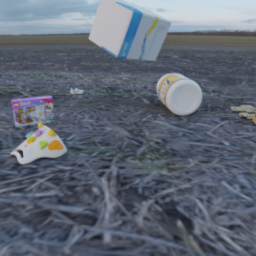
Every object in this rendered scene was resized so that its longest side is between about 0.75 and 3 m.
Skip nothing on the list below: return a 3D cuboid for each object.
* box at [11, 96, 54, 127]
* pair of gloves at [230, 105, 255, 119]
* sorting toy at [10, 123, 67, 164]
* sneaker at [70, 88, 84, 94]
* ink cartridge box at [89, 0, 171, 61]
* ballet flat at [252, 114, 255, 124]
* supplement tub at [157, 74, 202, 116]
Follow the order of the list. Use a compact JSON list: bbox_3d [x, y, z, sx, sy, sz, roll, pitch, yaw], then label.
[{"bbox_3d":[-3.987,-0.706,11.824,1.622,1.110,0.317,-9,23,-22],"label":"box"},{"bbox_3d":[5.674,-0.730,13.061,1.319,0.272,1.551,-6,20,-5],"label":"pair of gloves"},{"bbox_3d":[-3.094,0.618,9.207,1.408,0.836,1.564,-38,39,-29],"label":"sorting toy"},{"bbox_3d":[-3.031,-2.232,16.770,0.832,0.367,0.313,-3,20,-11],"label":"sneaker"},{"bbox_3d":[0.090,-3.323,9.537,2.087,1.524,1.531,-10,42,-47],"label":"ink cartridge box"},{"bbox_3d":[5.503,-0.235,11.557,0.463,0.425,1.349,0,22,-1],"label":"ballet flat"},{"bbox_3d":[2.373,-1.702,13.574,1.686,1.686,2.330,-4,21,-9],"label":"supplement tub"}]
